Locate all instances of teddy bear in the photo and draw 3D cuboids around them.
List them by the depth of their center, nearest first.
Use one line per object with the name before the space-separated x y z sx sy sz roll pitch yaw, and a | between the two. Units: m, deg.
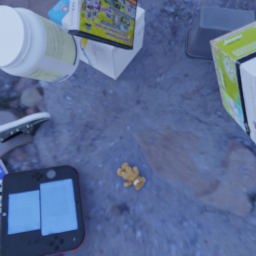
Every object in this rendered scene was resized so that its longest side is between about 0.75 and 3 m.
teddy bear | 0.079 1.428 8.258 0.634 0.292 0.874 -30 71 -9

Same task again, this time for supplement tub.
supplement tub | -2.335 -1.989 6.926 1.521 2.098 1.521 1 92 22

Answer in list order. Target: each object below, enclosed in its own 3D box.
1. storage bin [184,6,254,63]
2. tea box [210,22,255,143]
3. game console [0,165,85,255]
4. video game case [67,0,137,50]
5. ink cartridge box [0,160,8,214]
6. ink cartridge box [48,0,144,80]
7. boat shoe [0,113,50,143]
storage bin | 3.148 -3.255 9.465 2.183 1.466 1.589 8 69 2
tea box | 2.952 -0.979 6.144 1.337 2.002 1.969 -22 35 5
game console | -2.310 2.193 7.535 2.118 0.372 2.395 -4 56 -14
video game case | -0.480 -3.256 6.879 0.324 2.539 2.295 10 101 28
ink cartridge box | -3.751 1.708 8.113 0.736 0.346 1.566 -32 72 -13
ink cartridge box | -0.944 -3.205 9.258 2.435 1.778 1.786 32 72 12
boat shoe | -3.220 -0.009 8.714 1.719 0.590 0.487 -19 84 -4
